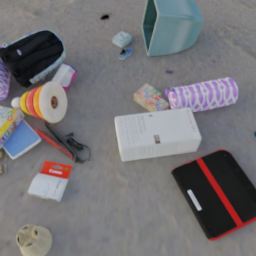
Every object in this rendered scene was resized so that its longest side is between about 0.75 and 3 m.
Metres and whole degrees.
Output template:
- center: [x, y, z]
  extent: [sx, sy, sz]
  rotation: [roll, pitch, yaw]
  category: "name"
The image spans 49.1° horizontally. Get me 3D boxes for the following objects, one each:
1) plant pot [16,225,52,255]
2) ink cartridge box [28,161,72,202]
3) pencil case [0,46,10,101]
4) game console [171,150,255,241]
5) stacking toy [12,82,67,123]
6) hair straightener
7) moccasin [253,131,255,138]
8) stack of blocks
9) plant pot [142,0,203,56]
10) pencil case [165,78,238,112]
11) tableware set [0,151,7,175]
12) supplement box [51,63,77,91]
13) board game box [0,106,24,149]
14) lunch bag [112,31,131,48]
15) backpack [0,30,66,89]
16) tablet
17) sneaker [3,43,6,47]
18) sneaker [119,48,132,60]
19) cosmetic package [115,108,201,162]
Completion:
- center: [-2.786, 3.233, 8.125]
  extent: [0.963, 0.882, 0.963]
  rotation: [0, 56, 0]
  category: "plant pot"
- center: [-2.606, 1.734, 9.472]
  extent: [1.063, 0.314, 1.328]
  rotation: [10, 58, 7]
  category: "ink cartridge box"
- center: [-5.570, -2.288, 11.779]
  extent: [1.121, 1.100, 2.622]
  rotation: [-24, 53, 19]
  category: "pencil case"
- center: [2.977, 2.072, 9.257]
  extent: [2.290, 0.402, 2.589]
  rotation: [-22, 58, -9]
  category: "game console"
- center: [-3.610, -0.982, 10.890]
  extent: [2.127, 1.554, 1.554]
  rotation: [2, 54, 23]
  category: "stacking toy"
- center: [-2.236, 0.458, 10.216]
  extent: [2.403, 0.492, 0.925]
  rotation: [32, 62, 19]
  category: "hair straightener"
- center: [5.128, 0.403, 10.356]
  extent: [0.958, 0.327, 0.386]
  rotation: [39, 65, 23]
  category: "moccasin"
- center: [0.984, -1.113, 11.327]
  extent: [1.368, 0.401, 0.788]
  rotation: [38, 64, 22]
  category: "stack of blocks"
- center: [2.049, -4.819, 12.804]
  extent: [2.307, 2.259, 2.265]
  rotation: [-1, 56, -10]
  category: "plant pot"
- center: [2.885, -1.272, 11.055]
  extent: [2.756, 1.157, 1.178]
  rotation: [-8, 35, -7]
  category: "pencil case"
- center: [-4.652, 1.227, 9.871]
  extent: [0.692, 0.210, 1.048]
  rotation: [-10, 56, -7]
  category: "tableware set"
- center: [-2.675, -2.117, 11.679]
  extent: [0.516, 0.506, 0.999]
  rotation: [25, 81, 33]
  category: "supplement box"
- center: [-5.002, 0.060, 10.411]
  extent: [1.348, 0.343, 2.005]
  rotation: [11, 53, 16]
  category: "board game box"
- center: [-0.266, -4.273, 13.488]
  extent: [0.699, 0.336, 0.872]
  rotation: [35, 62, 20]
  category: "lunch bag"
- center: [-3.794, -3.035, 11.747]
  extent: [2.401, 1.846, 1.958]
  rotation: [-38, 90, 3]
  category: "backpack"
- center: [-4.213, 0.274, 10.463]
  extent: [1.217, 0.128, 1.871]
  rotation: [-38, 57, -22]
  category: "tablet"
- center: [-5.697, -3.656, 13.096]
  extent: [0.300, 0.304, 0.796]
  rotation: [-30, 62, -20]
  category: "sneaker"
- center: [-0.099, -3.506, 12.962]
  extent: [0.318, 0.361, 0.809]
  rotation: [33, 62, 20]
  category: "sneaker"
- center: [1.018, 0.226, 10.061]
  extent: [2.810, 1.040, 1.428]
  rotation: [-9, 57, -5]
  category: "cosmetic package"
